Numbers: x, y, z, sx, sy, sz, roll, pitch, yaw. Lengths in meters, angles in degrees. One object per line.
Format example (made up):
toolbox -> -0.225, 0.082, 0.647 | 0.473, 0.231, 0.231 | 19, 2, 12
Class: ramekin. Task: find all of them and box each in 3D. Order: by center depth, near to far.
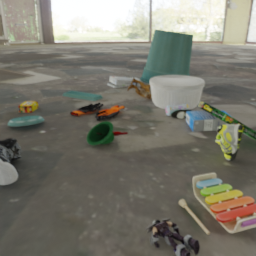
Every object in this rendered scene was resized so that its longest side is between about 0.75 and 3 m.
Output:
ramekin -> 2.179, -1.612, 12.698 | 2.479, 1.154, 2.479 | 0, 22, 0

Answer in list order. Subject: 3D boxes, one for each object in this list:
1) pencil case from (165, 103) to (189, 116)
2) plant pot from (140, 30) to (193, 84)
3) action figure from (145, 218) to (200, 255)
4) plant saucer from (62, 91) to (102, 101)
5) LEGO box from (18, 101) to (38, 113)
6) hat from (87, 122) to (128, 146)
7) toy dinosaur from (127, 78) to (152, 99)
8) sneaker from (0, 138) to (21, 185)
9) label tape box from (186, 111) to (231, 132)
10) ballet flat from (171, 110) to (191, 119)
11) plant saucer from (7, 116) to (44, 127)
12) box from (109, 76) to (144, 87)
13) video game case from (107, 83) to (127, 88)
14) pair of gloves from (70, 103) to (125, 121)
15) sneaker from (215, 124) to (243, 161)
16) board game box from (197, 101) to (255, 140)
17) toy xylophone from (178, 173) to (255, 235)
pencil case -> 2.013, -0.756, 11.494 | 0.967, 0.439, 0.402 | -9, 38, -19
plant pot -> 2.342, -3.949, 15.883 | 2.937, 2.877, 2.937 | 8, 20, -3
action figure -> 0.727, 1.904, 4.868 | 0.660, 0.352, 1.014 | -21, 26, -29
plant saucer -> -2.316, -1.636, 14.116 | 2.056, 0.195, 0.719 | 11, 23, 28
LEGO box -> -4.299, -0.909, 12.086 | 0.561, 0.291, 0.753 | 2, 21, 6
hat -> -0.622, 0.404, 8.993 | 1.096, 0.964, 0.908 | -27, 42, 11
toy dinosaur -> 0.816, -1.990, 14.539 | 1.519, 0.864, 2.861 | 26, 25, -4
sneaker -> -3.140, 0.761, 7.165 | 1.975, 0.745, 1.124 | 13, 27, 36
label tape box -> 2.939, -0.275, 10.202 | 1.442, 0.477, 1.033 | -1, 21, -3
ballet flat -> 2.189, -0.553, 11.145 | 1.014, 0.345, 0.347 | -11, 32, -25
plant saucer -> -3.779, -0.276, 10.350 | 1.293, 0.177, 1.293 | -4, 12, 1
box -> -0.095, -2.723, 16.381 | 1.691, 0.348, 1.318 | 0, 18, -22
video game case -> -0.655, -2.519, 16.455 | 0.838, 0.108, 0.922 | -13, 25, -30
pair of gloves -> -1.237, -0.681, 11.620 | 1.865, 0.231, 1.662 | 10, 25, 31
sneaker -> 2.638, 0.338, 7.381 | 0.599, 1.568, 0.591 | 13, 61, 22
board game box -> 3.220, -0.122, 8.492 | 2.271, 0.266, 1.190 | 23, 10, -32
toy xylophone -> 1.823, 1.541, 5.635 | 1.241, 0.426, 1.696 | -11, 23, -24
